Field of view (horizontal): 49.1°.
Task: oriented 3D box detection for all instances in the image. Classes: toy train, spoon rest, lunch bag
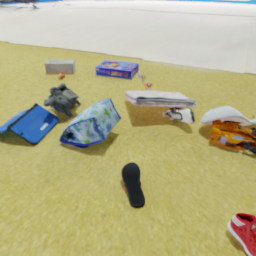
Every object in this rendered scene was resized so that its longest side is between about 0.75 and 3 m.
[{"bbox_3d":[0.837,-2.199,13.044,0.285,0.771,1.026,-29,79,-10],"label":"toy train"},{"bbox_3d":[4.092,-0.435,10.598,2.902,0.880,1.442,-12,-6,-18],"label":"spoon rest"},{"bbox_3d":[-1.396,-0.095,9.902,1.814,1.156,1.542,-14,23,29],"label":"lunch bag"}]

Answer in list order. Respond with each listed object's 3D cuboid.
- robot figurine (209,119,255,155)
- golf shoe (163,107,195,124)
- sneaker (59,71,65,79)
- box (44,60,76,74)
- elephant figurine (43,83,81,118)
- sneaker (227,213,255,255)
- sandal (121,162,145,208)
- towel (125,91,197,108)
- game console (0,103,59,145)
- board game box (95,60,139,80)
[{"bbox_3d":[3.993,0.263,9.770,2.160,0.629,1.566,10,33,16],"label":"robot figurine"},{"bbox_3d":[1.999,-0.449,10.911,0.711,0.623,1.613,-18,16,-17],"label":"golf shoe"},{"bbox_3d":[-3.634,-2.874,15.426,0.312,0.295,0.808,16,31,-17],"label":"sneaker"},{"bbox_3d":[-3.883,-3.514,16.065,1.607,0.625,0.763,1,31,2],"label":"box"},{"bbox_3d":[-2.619,-0.991,11.374,1.405,1.281,1.811,-23,29,-10],"label":"elephant figurine"},{"bbox_3d":[2.725,2.371,6.039,0.482,0.711,1.230,-30,51,-27],"label":"sneaker"},{"bbox_3d":[0.137,1.620,7.895,0.565,0.339,1.504,-8,46,-4],"label":"sandal"},{"bbox_3d":[1.284,-1.255,11.794,2.567,0.414,2.452,1,13,-10],"label":"towel"},{"bbox_3d":[-3.899,-0.006,10.661,1.658,1.150,1.943,34,34,-5],"label":"game console"},{"bbox_3d":[-0.602,-3.330,15.902,2.118,0.474,1.424,10,32,16],"label":"board game box"}]
